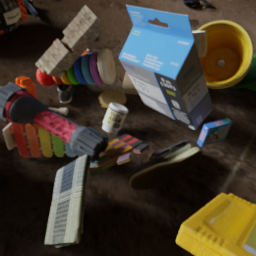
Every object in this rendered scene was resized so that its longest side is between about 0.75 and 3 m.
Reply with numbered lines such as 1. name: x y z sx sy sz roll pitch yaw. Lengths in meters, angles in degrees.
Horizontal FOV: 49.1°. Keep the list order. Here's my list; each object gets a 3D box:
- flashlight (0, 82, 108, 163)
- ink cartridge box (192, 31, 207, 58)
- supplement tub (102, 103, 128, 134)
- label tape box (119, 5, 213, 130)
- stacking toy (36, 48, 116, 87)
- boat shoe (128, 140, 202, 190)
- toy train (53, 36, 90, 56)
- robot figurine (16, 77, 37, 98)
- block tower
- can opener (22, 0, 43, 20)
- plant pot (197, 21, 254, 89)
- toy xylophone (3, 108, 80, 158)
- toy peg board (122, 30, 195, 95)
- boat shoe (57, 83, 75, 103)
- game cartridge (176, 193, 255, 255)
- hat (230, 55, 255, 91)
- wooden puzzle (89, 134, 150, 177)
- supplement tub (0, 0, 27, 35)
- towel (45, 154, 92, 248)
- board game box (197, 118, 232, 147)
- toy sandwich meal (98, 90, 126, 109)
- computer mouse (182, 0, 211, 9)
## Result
1. flashlight: -1.801 -0.093 6.412 2.686 0.913 0.909 28 63 11
2. ink cartridge box: 1.743 -2.285 7.736 1.181 0.688 0.399 -12 23 -14
3. supplement tub: -0.400 -0.272 8.232 0.574 0.791 0.574 21 17 -7
4. label tape box: 0.836 -1.461 7.105 0.913 2.884 2.080 -46 46 -12
5. stacking toy: -1.783 -1.795 9.072 2.630 1.123 1.123 -6 48 16
6. boat shoe: 0.911 0.943 7.386 2.203 0.806 0.714 -17 45 -24
7. toy train: -2.243 -2.942 10.848 1.140 0.422 1.518 -30 59 -25
8. robot figurine: -3.214 -1.039 8.780 0.779 1.083 0.631 0 28 -5
9. block tower: -1.700 -2.454 8.320 2.266 0.655 0.612 -45 73 14
10. can opener: -4.419 -5.462 12.967 1.704 0.670 0.540 43 23 27
11. plant pot: 2.897 -2.151 8.847 1.915 1.915 1.802 24 11 19
12. toy xylophone: -2.194 0.155 7.345 2.151 1.575 0.540 2 42 7
13. toy peg board: 1.266 -2.405 9.807 2.608 1.276 2.597 7 50 6
14. boat shoe: -2.120 -1.604 9.635 0.578 0.492 1.728 -3 50 -4
15. game cartridge: 2.227 1.791 3.935 2.519 0.409 2.221 26 15 30
16. hat: 4.991 -1.333 9.493 2.117 2.405 1.992 48 57 -19
17. wooden puzzle: -0.420 0.627 6.867 1.392 0.165 2.348 -28 13 -12
18. supplement tub: -5.735 -4.558 11.300 2.865 1.755 1.755 -33 57 -24
19. towel: -1.265 1.600 6.010 0.310 1.729 1.795 20 60 -28
20. board game box: 2.126 0.112 6.880 0.797 0.606 0.179 -13 45 -26
21. toy sandwich meal: -0.527 -0.889 9.181 0.947 0.324 0.947 2 52 -2
22. computer mouse: 3.270 -5.882 13.400 1.329 0.306 0.933 -17 54 -22
